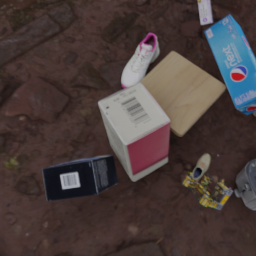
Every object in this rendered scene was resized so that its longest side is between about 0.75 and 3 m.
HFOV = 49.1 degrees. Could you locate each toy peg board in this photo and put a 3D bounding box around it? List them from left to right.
[{"bbox_3d":[1.547,-0.958,9.073,2.148,1.055,2.157,40,76,21],"label":"toy peg board"}]

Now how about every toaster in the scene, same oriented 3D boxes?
[{"bbox_3d":[5.141,1.806,9.564,2.885,1.864,1.640,-14,67,-6],"label":"toaster"}]

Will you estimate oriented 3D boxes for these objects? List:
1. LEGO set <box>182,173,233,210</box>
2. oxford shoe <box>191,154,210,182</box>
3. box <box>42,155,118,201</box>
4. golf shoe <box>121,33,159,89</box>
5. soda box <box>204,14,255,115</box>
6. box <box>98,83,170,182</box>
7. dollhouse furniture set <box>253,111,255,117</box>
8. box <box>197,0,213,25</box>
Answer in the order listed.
[{"bbox_3d":[2.327,1.680,8.136,1.057,1.374,0.796,26,102,-22],"label":"LEGO set"},{"bbox_3d":[2.756,1.484,10.478,0.465,0.485,1.315,29,69,12],"label":"oxford shoe"},{"bbox_3d":[-1.167,1.224,7.090,1.379,1.368,0.850,-11,86,17],"label":"box"},{"bbox_3d":[0.484,-2.913,12.090,1.038,1.262,2.757,25,69,10],"label":"golf shoe"},{"bbox_3d":[3.405,-1.943,8.659,0.943,0.996,2.938,-28,63,33],"label":"soda box"},{"bbox_3d":[0.221,0.194,7.620,1.263,2.318,1.482,-28,60,-11],"label":"box"},{"bbox_3d":[5.961,-1.421,11.256,1.961,1.486,2.237,-37,71,-16],"label":"dollhouse furniture set"},{"bbox_3d":[2.343,-4.145,8.750,0.361,0.337,1.742,-4,107,25],"label":"box"}]
